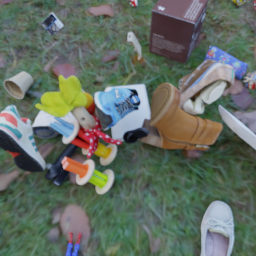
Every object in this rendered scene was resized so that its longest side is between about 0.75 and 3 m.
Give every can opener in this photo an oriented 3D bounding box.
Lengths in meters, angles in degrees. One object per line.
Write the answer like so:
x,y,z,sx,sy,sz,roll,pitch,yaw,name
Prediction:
-2.088,1.007,9.138,0.552,0.685,1.743,-4,48,46,can opener

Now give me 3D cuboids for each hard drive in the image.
0.052,-0.581,10.194,1.467,0.292,2.224,-6,60,-5,hard drive

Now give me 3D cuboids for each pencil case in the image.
3.904,-2.618,11.194,1.720,0.671,0.747,35,86,18,pencil case

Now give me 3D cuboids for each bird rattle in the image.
-1.209,-0.493,8.069,1.415,2.512,2.048,-40,28,16,bird rattle

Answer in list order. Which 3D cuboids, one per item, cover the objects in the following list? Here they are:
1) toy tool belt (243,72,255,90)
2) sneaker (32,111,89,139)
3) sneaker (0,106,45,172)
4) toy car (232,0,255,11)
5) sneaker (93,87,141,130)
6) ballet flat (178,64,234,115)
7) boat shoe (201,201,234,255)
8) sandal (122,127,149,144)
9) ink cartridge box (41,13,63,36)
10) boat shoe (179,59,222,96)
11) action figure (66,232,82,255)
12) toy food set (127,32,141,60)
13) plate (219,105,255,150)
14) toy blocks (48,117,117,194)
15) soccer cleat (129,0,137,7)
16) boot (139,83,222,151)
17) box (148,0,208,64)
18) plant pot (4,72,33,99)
4.798,-1.830,10.853,1.026,0.641,0.631,-39,35,-24,toy tool belt
-2.111,-0.275,9.699,2.419,0.901,1.054,0,54,-1,sneaker
-2.973,0.374,8.144,0.868,2.464,1.152,-1,54,15,sneaker
6.047,-6.293,13.599,1.794,0.400,1.688,27,62,14,toy car
-0.241,-0.756,8.190,1.145,0.998,2.545,-10,22,13,sneaker
2.186,-0.916,8.381,0.810,2.379,0.800,20,48,-20,ballet flat
2.412,3.156,7.633,0.911,0.793,2.473,19,61,11,boat shoe
0.162,0.267,8.441,0.454,1.195,0.256,33,61,-15,sandal
-2.651,-3.496,9.596,0.537,1.080,0.212,47,66,-23,ink cartridge box
2.218,-1.374,9.659,2.374,0.858,0.859,-42,46,7,boat shoe
-1.579,3.517,7.522,0.446,0.676,1.366,4,61,3,action figure
0.220,-2.996,10.261,0.258,0.856,0.614,-20,41,22,toy food set
3.676,0.177,8.748,1.891,1.887,0.306,36,106,-11,plate
-1.437,0.734,8.264,2.203,0.800,1.836,34,40,-28,toy blocks
0.298,-6.480,13.649,0.650,0.524,1.526,-16,55,-3,soccer cleat
1.732,-0.195,8.353,2.319,2.998,1.105,10,66,-4,boot
1.965,-4.083,11.268,1.712,2.086,1.730,23,62,14,box
-4.074,-1.674,10.610,0.872,0.872,0.798,21,50,12,plant pot
